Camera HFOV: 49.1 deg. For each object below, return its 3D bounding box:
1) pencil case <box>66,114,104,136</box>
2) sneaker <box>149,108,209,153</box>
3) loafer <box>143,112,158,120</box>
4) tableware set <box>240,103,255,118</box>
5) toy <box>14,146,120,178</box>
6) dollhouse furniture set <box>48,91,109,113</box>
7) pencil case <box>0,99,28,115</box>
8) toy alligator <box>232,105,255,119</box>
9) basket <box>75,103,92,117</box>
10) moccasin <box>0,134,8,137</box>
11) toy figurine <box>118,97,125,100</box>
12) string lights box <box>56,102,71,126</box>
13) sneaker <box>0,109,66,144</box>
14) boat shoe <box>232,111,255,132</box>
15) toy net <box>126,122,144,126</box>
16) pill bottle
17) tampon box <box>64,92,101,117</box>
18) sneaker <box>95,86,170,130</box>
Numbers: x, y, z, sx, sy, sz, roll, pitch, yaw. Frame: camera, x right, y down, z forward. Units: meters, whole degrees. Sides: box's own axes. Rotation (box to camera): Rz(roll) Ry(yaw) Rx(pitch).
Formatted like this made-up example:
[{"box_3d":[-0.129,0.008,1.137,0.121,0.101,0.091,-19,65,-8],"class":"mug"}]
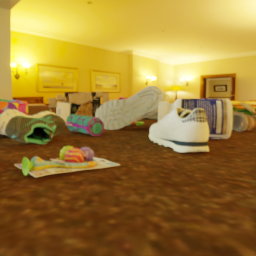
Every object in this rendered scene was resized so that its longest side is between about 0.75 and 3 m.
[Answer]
[{"box_3d":[-1.341,-0.088,8.511,0.627,0.577,1.357,-17,17,-40],"class":"pencil case"},{"box_3d":[1.136,-0.018,6.471,0.858,0.904,2.246,-4,6,-20],"class":"sneaker"},{"box_3d":[1.022,-1.000,14.854,1.134,1.006,2.983,-6,9,-44],"class":"loafer"},{"box_3d":[5.201,-0.546,11.280,1.428,0.198,1.710,44,25,23],"class":"tableware set"},{"box_3d":[-0.940,0.477,4.455,1.455,0.343,0.838,-5,9,-40],"class":"toy"},{"box_3d":[-2.258,-0.914,13.009,2.819,1.248,1.461,-5,0,-6],"class":"dollhouse furniture set"},{"box_3d":[-5.660,-0.823,12.402,2.321,1.026,1.026,5,5,-16],"class":"pencil case"},{"box_3d":[4.160,-0.404,11.090,2.937,0.706,0.974,8,34,13],"class":"toy alligator"},{"box_3d":[-2.140,-0.723,12.845,0.941,0.902,1.264,0,6,-10],"class":"basket"},{"box_3d":[-3.286,-0.085,8.162,0.611,0.644,1.670,6,8,42],"class":"moccasin"},{"box_3d":[-0.437,-1.270,16.690,0.916,1.123,1.220,5,7,20],"class":"toy figurine"},{"box_3d":[-2.627,-0.582,11.351,0.499,0.870,1.692,4,4,-11],"class":"string lights box"},{"box_3d":[-2.176,0.089,7.000,0.957,0.814,2.099,28,14,22],"class":"sneaker"},{"box_3d":[3.769,-0.245,9.842,0.675,0.712,1.881,2,15,-12],"class":"boat shoe"},{"box_3d":[-0.277,-0.367,11.868,1.110,0.408,2.115,-4,7,-33],"class":"toy net"},{"box_3d":[1.803,-0.262,7.708,1.895,1.096,1.096,2,6,11],"class":"pill bottle"},{"box_3d":[-2.426,-1.193,14.870,1.847,1.384,1.166,-1,6,-13],"class":"tampon box"},{"box_3d":[0.131,-0.588,9.891,2.782,1.063,1.120,-16,-6,23],"class":"sneaker"}]
